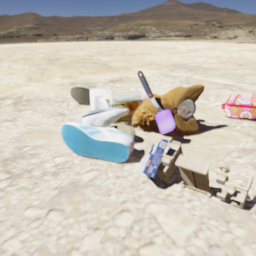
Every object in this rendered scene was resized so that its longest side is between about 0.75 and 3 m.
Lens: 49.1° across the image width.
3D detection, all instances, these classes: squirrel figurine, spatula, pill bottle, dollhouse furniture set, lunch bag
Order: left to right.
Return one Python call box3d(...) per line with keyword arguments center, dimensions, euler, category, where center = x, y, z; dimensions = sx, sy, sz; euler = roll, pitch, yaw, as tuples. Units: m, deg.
box3d(center=(-0.185, -1.040, 11.968), dimensions=(1.932, 1.056, 1.056), euler=(-20, 27, -16), category="pill bottle")
box3d(center=(0.882, -0.888, 9.366), dimensions=(0.643, 2.276, 0.234), euler=(-23, 10, 34), category="spatula")
box3d(center=(1.331, -0.822, 10.967), dimensions=(2.526, 1.788, 2.358), euler=(-9, 16, -23), category="squirrel figurine")
box3d(center=(1.871, 0.982, 6.922), dimensions=(2.170, 1.125, 0.961), euler=(15, 56, 33), category="dollhouse furniture set")
box3d(center=(5.125, -0.987, 12.678), dimensions=(1.729, 0.804, 1.963), euler=(6, 22, 26), category="lunch bag")

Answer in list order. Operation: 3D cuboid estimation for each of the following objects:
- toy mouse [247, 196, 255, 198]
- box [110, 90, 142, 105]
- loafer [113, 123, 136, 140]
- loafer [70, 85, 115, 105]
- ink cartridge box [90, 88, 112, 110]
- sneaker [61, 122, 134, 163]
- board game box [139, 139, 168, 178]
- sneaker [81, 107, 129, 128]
box3d(center=(3.460, 1.705, 6.641), dimensions=(1.168, 0.254, 1.314), euler=(13, 26, 30), category="toy mouse")
box3d(center=(-0.098, -1.212, 11.137), dimensions=(1.222, 0.418, 0.502), euler=(-9, -3, -8), category="box")
box3d(center=(-0.136, 0.158, 10.203), dimensions=(0.456, 0.514, 1.352), euler=(-12, 17, -22), category="loafer")
box3d(center=(-1.680, -1.621, 14.085), dimensions=(2.475, 0.936, 0.845), euler=(12, 20, 4), category="loafer")
box3d(center=(-1.192, -1.205, 12.881), dimensions=(0.959, 0.942, 1.302), euler=(-5, 22, -15), category="ink cartridge box")
box3d(center=(-1.005, 0.389, 9.030), dimensions=(2.471, 0.945, 0.998), euler=(17, 25, 14), category="sneaker")
box3d(center=(0.631, 0.852, 7.582), dimensions=(0.329, 1.066, 1.065), euler=(25, -17, -2), category="board game box")
box3d(center=(-0.832, -0.356, 10.753), dimensions=(1.921, 0.773, 0.734), euler=(-13, -6, -19), category="sneaker")
